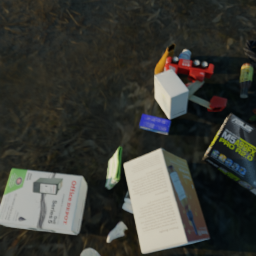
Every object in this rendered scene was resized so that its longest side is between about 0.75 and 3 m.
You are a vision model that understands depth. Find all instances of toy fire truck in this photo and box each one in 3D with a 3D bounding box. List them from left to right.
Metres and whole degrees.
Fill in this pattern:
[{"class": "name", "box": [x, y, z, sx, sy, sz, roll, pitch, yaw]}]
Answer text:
[{"class": "toy fire truck", "box": [2.556, -1.689, 10.827, 2.505, 0.611, 1.766, 12, 78, 6]}]

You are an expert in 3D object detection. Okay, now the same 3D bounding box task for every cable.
[{"class": "cable", "box": [5.869, -3.112, 11.843, 1.679, 0.523, 2.057, -31, 68, -14]}]

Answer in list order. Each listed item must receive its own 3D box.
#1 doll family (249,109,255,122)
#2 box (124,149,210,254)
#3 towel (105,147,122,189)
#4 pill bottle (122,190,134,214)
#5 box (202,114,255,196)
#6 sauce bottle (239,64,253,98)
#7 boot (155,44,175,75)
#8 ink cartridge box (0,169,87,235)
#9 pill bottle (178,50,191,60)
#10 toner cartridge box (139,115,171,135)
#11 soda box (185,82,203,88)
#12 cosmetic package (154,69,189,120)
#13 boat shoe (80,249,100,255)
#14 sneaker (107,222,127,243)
[{"class": "doll family", "box": [5.727, -0.678, 10.267, 2.388, 0.937, 1.380, -15, 66, 5]}, {"class": "box", "box": [1.146, 2.179, 8.332, 1.354, 1.939, 2.546, -25, 63, 24]}, {"class": "towel", "box": [-0.488, 1.336, 9.195, 0.227, 1.478, 1.103, 9, 64, -11]}, {"class": "pill bottle", "box": [0.224, 2.272, 9.257, 0.570, 0.570, 1.001, 21, 67, 10]}, {"class": "box", "box": [4.129, 0.964, 9.745, 2.468, 0.546, 1.977, 34, 70, 8]}, {"class": "sauce bottle", "box": [4.737, -1.886, 11.271, 0.471, 0.471, 1.426, 12, 69, 6]}, {"class": "boot", "box": [1.509, -2.805, 11.464, 0.444, 0.903, 1.261, 29, 68, 7]}, {"class": "ink cartridge box", "box": [-2.653, 2.353, 8.951, 2.361, 0.992, 1.718, 5, 64, 4]}, {"class": "pill bottle", "box": [2.309, -2.846, 11.744, 0.467, 0.467, 0.858, 24, 67, 11]}, {"class": "toner cartridge box", "box": [1.009, -0.128, 10.576, 1.099, 0.237, 0.522, 14, 67, 7]}, {"class": "soda box", "box": [2.562, -1.668, 11.274, 0.833, 0.292, 0.264, -21, 71, -9]}, {"class": "cosmetic package", "box": [1.580, -1.238, 10.419, 0.773, 1.258, 1.254, -21, 54, -10]}, {"class": "boat shoe", "box": [-0.805, 4.554, 8.075, 0.768, 0.697, 2.089, -26, 63, -4]}, {"class": "sneaker", "box": [-0.353, 3.358, 8.867, 0.378, 0.284, 0.759, 37, 71, 25]}]
